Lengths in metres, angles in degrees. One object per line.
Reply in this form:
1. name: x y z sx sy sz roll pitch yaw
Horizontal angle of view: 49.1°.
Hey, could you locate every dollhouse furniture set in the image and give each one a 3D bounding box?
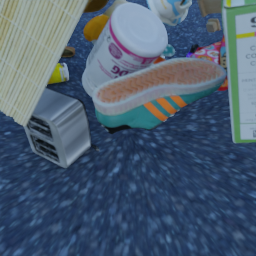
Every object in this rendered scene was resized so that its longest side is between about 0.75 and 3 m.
1. dollhouse furniture set: 2.451 -3.453 6.598 1.145 2.585 1.340 -42 35 -16

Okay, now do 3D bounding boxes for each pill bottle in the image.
1. pill bottle: -0.163 -1.246 5.093 1.005 1.773 1.005 12 62 -24
2. pill bottle: -2.445 -1.696 8.856 1.050 0.574 0.574 -13 42 -16

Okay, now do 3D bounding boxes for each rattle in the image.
1. rattle: 0.133 -1.734 5.852 1.185 1.821 1.301 -40 14 15

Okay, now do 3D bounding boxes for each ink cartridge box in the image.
1. ink cartridge box: 1.260 -0.944 2.684 0.625 2.107 1.094 -3 44 23

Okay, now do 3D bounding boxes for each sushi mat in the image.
1. sushi mat: -1.552 -1.401 3.943 1.415 2.957 0.179 33 31 -8

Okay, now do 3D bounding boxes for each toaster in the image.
1. toaster: -1.574 -0.016 6.216 1.573 1.423 0.934 21 47 25

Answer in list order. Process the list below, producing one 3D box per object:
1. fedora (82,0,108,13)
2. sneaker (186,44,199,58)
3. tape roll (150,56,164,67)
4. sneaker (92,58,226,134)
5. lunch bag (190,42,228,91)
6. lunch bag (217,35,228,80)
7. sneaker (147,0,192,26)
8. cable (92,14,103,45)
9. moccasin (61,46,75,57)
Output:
1. fedora: -1.307 -2.687 5.456 1.835 1.835 0.748 11 69 13
2. sneaker: 2.390 -2.841 10.347 0.305 0.437 0.878 19 43 21
3. tape roll: 0.069 -2.723 9.880 2.457 0.859 2.457 1 40 0
4. sneaker: 0.411 -0.390 3.628 1.704 0.681 0.608 -15 50 -6
5. lunch bag: 2.164 -1.568 6.696 1.525 0.625 1.343 -28 50 -31
6. lunch bag: 2.659 -1.699 4.249 0.986 2.407 2.120 10 8 -43
7. sneaker: 1.423 -3.577 8.180 0.935 0.885 2.314 -19 11 32
8. cable: -0.432 -2.329 7.008 1.061 1.061 0.367 11 54 -25
9. moccasin: -2.563 -2.800 10.354 1.179 0.431 0.455 7 31 -6
